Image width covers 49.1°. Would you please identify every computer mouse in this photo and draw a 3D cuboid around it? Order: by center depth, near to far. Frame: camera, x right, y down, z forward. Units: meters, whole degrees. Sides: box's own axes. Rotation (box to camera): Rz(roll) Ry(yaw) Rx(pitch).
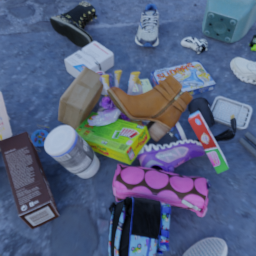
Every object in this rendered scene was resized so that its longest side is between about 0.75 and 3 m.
[{"bbox_3d":[3.067,-0.444,10.416,1.645,0.539,2.343,-15,52,21],"label":"computer mouse"}]

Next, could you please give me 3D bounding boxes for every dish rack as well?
[{"bbox_3d":[3.986,-0.548,10.988,1.477,0.321,1.267,22,58,15],"label":"dish rack"}]

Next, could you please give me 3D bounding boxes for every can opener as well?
[{"bbox_3d":[4.842,1.050,9.756,0.581,0.733,2.206,-49,59,14],"label":"can opener"}]

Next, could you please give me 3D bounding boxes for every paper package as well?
[{"bbox_3d":[-1.752,-1.061,10.448,0.938,1.729,1.814,30,60,-2],"label":"paper package"}]

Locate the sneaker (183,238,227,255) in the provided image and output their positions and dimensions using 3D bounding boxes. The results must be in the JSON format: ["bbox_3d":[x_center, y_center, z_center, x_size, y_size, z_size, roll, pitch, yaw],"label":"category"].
[{"bbox_3d":[1.785,4.063,7.315,2.701,1.072,1.059,-29,15,-37],"label":"sneaker"}]

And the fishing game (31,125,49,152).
[{"bbox_3d":[-3.254,0.372,10.287,0.706,0.153,0.986,16,74,10],"label":"fishing game"}]

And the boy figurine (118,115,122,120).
[{"bbox_3d":[-0.075,-0.111,10.522,0.866,0.449,1.393,9,45,-25],"label":"boy figurine"}]

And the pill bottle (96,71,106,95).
[{"bbox_3d":[-1.111,-1.879,11.761,0.580,0.580,1.031,-15,55,-11],"label":"pill bottle"}]

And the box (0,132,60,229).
[{"bbox_3d":[-3.122,1.607,8.827,1.011,1.351,2.699,-23,59,-16],"label":"box"}]

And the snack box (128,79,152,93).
[{"bbox_3d":[0.626,-1.373,11.538,0.883,0.282,1.521,-9,55,-15],"label":"snack box"}]

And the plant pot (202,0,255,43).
[{"bbox_3d":[4.824,-5.576,13.380,2.465,2.458,2.511,25,66,17],"label":"plant pot"}]

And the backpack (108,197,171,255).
[{"bbox_3d":[0.233,3.035,7.530,1.418,1.924,2.107,10,67,-14],"label":"backpack"}]

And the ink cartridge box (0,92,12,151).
[{"bbox_3d":[-5.153,-0.074,9.259,1.780,1.734,2.770,-8,20,-7],"label":"ink cartridge box"}]

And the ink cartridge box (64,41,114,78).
[{"bbox_3d":[-1.693,-2.886,12.379,1.293,0.758,1.766,39,62,23],"label":"ink cartridge box"}]

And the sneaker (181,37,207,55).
[{"bbox_3d":[3.151,-3.839,13.214,1.258,0.502,0.818,8,46,-6],"label":"sneaker"}]

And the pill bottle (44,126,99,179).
[{"bbox_3d":[-1.713,0.836,8.948,1.049,1.844,1.049,-14,51,18],"label":"pill bottle"}]

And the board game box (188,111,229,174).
[{"bbox_3d":[2.575,0.398,9.064,0.378,1.435,1.875,-29,90,16],"label":"board game box"}]

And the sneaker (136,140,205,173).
[{"bbox_3d":[1.456,1.081,9.513,2.401,0.966,1.061,-8,59,1],"label":"sneaker"}]

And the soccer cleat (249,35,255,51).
[{"bbox_3d":[6.077,-4.139,13.548,0.437,0.364,1.079,0,54,15],"label":"soccer cleat"}]

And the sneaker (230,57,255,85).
[{"bbox_3d":[5.627,-2.286,11.734,1.071,1.155,2.849,-37,61,-20],"label":"sneaker"}]

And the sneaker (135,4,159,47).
[{"bbox_3d":[0.944,-4.964,13.402,1.144,1.265,2.970,3,48,3],"label":"sneaker"}]

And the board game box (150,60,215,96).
[{"bbox_3d":[2.305,-2.018,11.976,2.306,0.397,1.561,-16,56,-11],"label":"board game box"}]

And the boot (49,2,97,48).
[{"bbox_3d":[-2.229,-5.193,13.794,2.872,1.037,2.169,35,64,27],"label":"boot"}]

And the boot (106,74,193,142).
[{"bbox_3d":[0.798,-1.020,9.421,2.689,1.031,2.088,40,91,-17],"label":"boot"}]

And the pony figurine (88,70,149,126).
[{"bbox_3d":[-0.354,-0.920,10.123,2.089,2.164,1.802,-3,25,11],"label":"pony figurine"}]

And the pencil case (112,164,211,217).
[{"bbox_3d":[0.943,1.908,8.561,2.933,1.331,1.374,7,30,8],"label":"pencil case"}]

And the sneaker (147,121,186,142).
[{"bbox_3d":[1.311,0.035,10.487,1.229,0.676,1.679,-29,79,10],"label":"sneaker"}]

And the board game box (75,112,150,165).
[{"bbox_3d":[-0.645,0.294,9.722,2.489,0.593,1.264,16,53,35],"label":"board game box"}]
